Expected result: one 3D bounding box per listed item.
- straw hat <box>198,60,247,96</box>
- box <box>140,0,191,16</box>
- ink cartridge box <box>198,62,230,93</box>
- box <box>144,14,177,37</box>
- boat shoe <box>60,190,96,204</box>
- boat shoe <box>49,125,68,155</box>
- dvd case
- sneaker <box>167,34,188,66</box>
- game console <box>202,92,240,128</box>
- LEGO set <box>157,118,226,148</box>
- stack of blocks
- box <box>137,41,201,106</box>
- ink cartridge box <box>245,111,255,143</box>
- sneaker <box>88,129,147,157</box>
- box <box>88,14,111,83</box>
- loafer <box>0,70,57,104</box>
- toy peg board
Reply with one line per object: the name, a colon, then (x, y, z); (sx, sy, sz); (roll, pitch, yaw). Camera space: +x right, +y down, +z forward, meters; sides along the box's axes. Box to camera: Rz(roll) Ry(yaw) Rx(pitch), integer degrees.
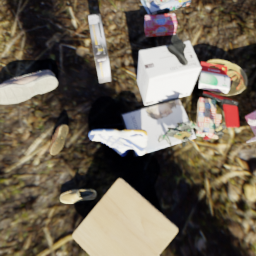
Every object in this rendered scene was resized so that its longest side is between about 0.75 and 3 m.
straw hat: (3.890, -1.885, 11.908); (2.026, 0.857, 2.026); (1, 62, -1)
box: (1.828, -6.529, 14.145); (2.199, 0.414, 1.502); (-21, 69, -9)
ink cartridge box: (3.511, -2.146, 11.379); (1.164, 0.362, 1.446); (11, 63, 3)
box: (1.510, -4.851, 13.266); (1.448, 0.722, 0.691); (-5, 67, -3)
boat shoe: (-1.854, 2.451, 10.270); (1.348, 0.513, 0.483); (-10, 67, -4)
boat shoe: (-2.817, 0.464, 11.207); (0.433, 0.461, 1.281); (8, 72, 39)
dvd case: (1.208, -0.079, 11.497); (2.664, 0.234, 1.900); (-16, 69, -7)
sneaker: (1.934, -2.885, 10.326); (0.666, 0.383, 1.277); (-35, 67, -12)
game console: (3.757, -0.727, 11.248); (1.432, 1.661, 0.986); (28, 107, 34)
LEGO set: (2.342, 0.084, 10.562); (2.535, 1.646, 0.718); (1, 60, -15)
stack of blocks: (3.304, -0.404, 11.511); (0.903, 0.460, 1.569); (8, 67, 3)
box: (1.535, -2.152, 11.353); (2.093, 2.104, 1.375); (-14, 67, -8)
ink cartridge box: (5.752, -0.544, 10.683); (2.812, 1.619, 0.954); (-26, 85, -19)
sneaker: (-0.455, 0.570, 10.770); (2.411, 0.908, 1.063); (2, 93, 22)
box: (-1.234, -3.388, 12.059); (0.552, 1.807, 2.282); (-9, 68, -4)
loafer: (-4.438, -1.778, 11.951); (2.743, 0.986, 0.862); (-19, 51, -15)
toy peg board: (-0.041, 3.527, 9.624); (2.538, 1.241, 2.527); (39, 88, 16)
